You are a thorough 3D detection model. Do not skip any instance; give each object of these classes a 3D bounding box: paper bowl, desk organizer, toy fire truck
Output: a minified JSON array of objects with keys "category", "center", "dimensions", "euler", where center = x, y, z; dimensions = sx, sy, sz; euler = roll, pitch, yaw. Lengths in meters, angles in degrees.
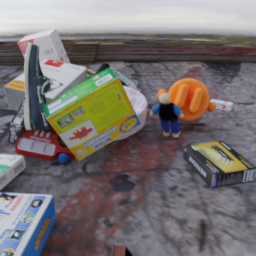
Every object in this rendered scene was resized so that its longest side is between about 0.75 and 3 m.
[{"category":"paper bowl","center":[-0.606,-0.519,11.063],"dimensions":[2.624,1.365,2.624],"euler":[3,37,-2]},{"category":"desk organizer","center":[-0.075,2.789,4.890],"dimensions":[0.561,0.522,1.457],"euler":[4,24,3]},{"category":"toy fire truck","center":[-2.506,0.363,9.616],"dimensions":[2.230,1.250,1.872],"euler":[15,48,-12]}]

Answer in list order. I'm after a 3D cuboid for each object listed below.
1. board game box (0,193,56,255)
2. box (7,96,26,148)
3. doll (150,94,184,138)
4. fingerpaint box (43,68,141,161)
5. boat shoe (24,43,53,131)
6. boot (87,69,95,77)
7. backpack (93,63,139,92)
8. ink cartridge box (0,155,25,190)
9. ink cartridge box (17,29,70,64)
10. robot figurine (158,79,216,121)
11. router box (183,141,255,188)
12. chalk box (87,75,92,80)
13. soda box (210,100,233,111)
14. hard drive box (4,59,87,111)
[{"category":"board game box","center":[-3.123,2.356,5.594],"dimensions":[2.571,0.734,2.626],"euler":[2,24,5]},{"category":"box","center":[-3.685,-0.202,9.627],"dimensions":[0.365,1.157,1.467],"euler":[17,40,-13]},{"category":"doll","center":[1.428,-0.452,10.335],"dimensions":[1.300,1.905,0.462],"euler":[7,48,24]},{"category":"fingerpaint box","center":[-1.054,-0.387,8.593],"dimensions":[2.322,1.937,0.852],"euler":[-31,39,-3]},{"category":"boat shoe","center":[-2.718,-1.170,8.517],"dimensions":[0.833,2.693,1.008],"euler":[1,17,-12]},{"category":"boot","center":[-1.796,-2.579,13.178],"dimensions":[0.783,0.282,0.606],"euler":[34,9,35]},{"category":"backpack","center":[-0.561,-1.661,12.817],"dimensions":[2.426,2.024,1.535],"euler":[32,30,-17]},{"category":"ink cartridge box","center":[-4.394,1.301,8.232],"dimensions":[2.064,0.517,1.661],"euler":[4,22,10]},{"category":"ink cartridge box","center":[-3.666,-2.972,13.086],"dimensions":[1.625,2.790,0.941],"euler":[-9,34,13]},{"category":"robot figurine","center":[2.392,-1.136,11.535],"dimensions":[2.064,1.673,2.869],"euler":[-21,-1,9]},{"category":"router box","center":[2.807,1.084,8.828],"dimensions":[1.468,0.488,1.867],"euler":[-6,24,-14]},{"category":"chalk box","center":[-3.145,-1.880,14.460],"dimensions":[1.489,1.500,2.403],"euler":[21,32,40]},{"category":"soda box","center":[4.706,-1.149,14.190],"dimensions":[1.081,0.344,0.368],"euler":[14,27,30]},{"category":"hard drive box","center":[-3.129,-1.601,11.111],"dimensions":[2.073,1.022,2.660],"euler":[14,39,13]}]
